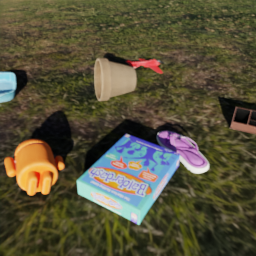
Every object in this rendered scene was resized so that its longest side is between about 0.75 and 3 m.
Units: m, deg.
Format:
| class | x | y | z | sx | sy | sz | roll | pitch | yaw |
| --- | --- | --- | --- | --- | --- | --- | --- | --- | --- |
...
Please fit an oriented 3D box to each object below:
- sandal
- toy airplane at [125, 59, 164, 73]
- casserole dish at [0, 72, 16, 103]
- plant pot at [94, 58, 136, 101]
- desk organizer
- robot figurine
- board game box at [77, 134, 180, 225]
| class | x | y | z | sx | sy | sz | roll | pitch | yaw |
| --- | --- | --- | --- | --- | --- | --- | --- | --- | --- |
| sandal | 1.935 | 0.633 | 9.785 | 0.994 | 0.600 | 2.442 | -19 | 39 | -26 |
| toy airplane | 0.915 | -3.715 | 16.317 | 2.494 | 0.459 | 2.494 | 0 | 32 | 0 |
| casserole dish | -6.320 | -1.931 | 13.620 | 1.716 | 0.550 | 2.834 | -11 | 35 | -16 |
| plant pot | -0.579 | -2.207 | 12.925 | 1.694 | 1.942 | 1.942 | -3 | 34 | -17 |
| desk organizer | 4.997 | -0.207 | 10.934 | 1.791 | 0.690 | 0.642 | 15 | 35 | 21 |
| robot figurine | -2.819 | 1.133 | 8.579 | 1.451 | 1.177 | 2.018 | -31 | 41 | -4 |
| board game box | 0.103 | 1.388 | 8.623 | 2.083 | 0.616 | 2.739 | 19 | 38 | 24 |
